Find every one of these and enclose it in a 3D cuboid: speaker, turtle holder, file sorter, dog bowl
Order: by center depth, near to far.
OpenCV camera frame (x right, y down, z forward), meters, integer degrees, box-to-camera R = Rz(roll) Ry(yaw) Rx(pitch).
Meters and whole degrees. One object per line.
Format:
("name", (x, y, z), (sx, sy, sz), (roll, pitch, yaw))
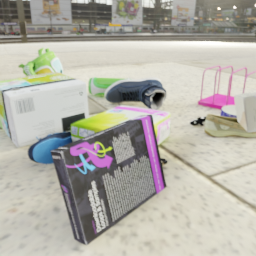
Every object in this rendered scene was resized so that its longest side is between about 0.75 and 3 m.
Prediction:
("dog bowl", (4.222, -0.446, 10.827), (1.261, 0.497, 1.261), (1, 24, -1))
("file sorter", (4.888, -1.791, 12.586), (2.758, 1.730, 1.917), (19, 29, 39))
("speaker", (-0.865, -2.112, 14.438), (2.265, 1.002, 1.002), (4, 22, 9))
("turtle holder", (-4.558, -3.129, 15.250), (2.046, 1.912, 2.693), (-37, 14, -9))

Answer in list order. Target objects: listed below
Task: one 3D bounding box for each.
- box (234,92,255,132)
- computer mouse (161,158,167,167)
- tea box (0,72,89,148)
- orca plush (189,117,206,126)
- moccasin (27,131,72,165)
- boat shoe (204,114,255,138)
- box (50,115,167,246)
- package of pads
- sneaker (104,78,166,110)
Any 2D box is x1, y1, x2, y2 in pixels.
("box", (3.823, -0.558, 8.143), (1.159, 0.949, 2.440), (-7, 5, 18))
("computer mouse", (0.387, 1.125, 7.103), (1.798, 0.527, 0.306), (-13, 58, -36))
("tea box", (-3.156, -0.817, 10.060), (2.624, 1.753, 2.582), (-17, 27, -33))
("orca plush", (2.768, -0.193, 10.690), (0.928, 0.330, 0.488), (-9, -22, -41))
("moccasin", (-2.177, 0.564, 8.155), (0.714, 0.843, 2.094), (10, 10, 24))
("boat shoe", (3.863, -0.144, 9.765), (2.344, 0.737, 0.855), (0, 20, 2))
("box", (-0.231, 0.892, 5.742), (0.453, 1.795, 2.511), (-2, 14, 43))
("package of pads", (-0.060, 0.103, 8.822), (2.181, 0.963, 2.823), (12, 23, 30))
("sneaker", (0.343, -1.430, 12.617), (2.801, 1.065, 2.024), (-13, 32, -1))
